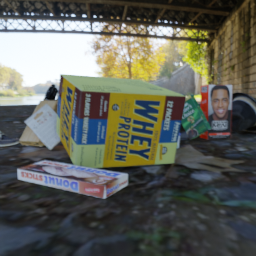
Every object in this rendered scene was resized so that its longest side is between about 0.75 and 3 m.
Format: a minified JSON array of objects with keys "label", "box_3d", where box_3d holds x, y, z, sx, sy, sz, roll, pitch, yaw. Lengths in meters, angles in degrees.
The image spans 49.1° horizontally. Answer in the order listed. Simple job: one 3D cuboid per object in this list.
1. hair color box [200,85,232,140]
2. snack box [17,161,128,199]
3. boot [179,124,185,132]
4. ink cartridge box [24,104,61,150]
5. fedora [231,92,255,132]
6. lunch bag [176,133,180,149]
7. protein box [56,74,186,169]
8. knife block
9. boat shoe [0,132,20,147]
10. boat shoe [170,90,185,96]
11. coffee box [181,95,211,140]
[{"label":"hair color box","box_3d":[3.514,-0.639,11.238,1.080,2.128,0.652,-2,5,-14]},{"label":"snack box","box_3d":[-1.173,0.998,5.697,2.250,0.274,0.809,4,8,29]},{"label":"boot","box_3d":[1.425,-0.203,13.834,2.255,0.777,2.420,7,-7,-38]},{"label":"ink cartridge box","box_3d":[-2.594,-0.030,9.123,0.966,1.200,0.301,-45,0,-23]},{"label":"fedora","box_3d":[5.044,-0.496,12.776,1.045,2.288,2.288,-35,18,-15]},{"label":"lunch bag","box_3d":[1.054,0.296,9.838,1.436,0.677,1.792,1,8,-6]},{"label":"protein box","box_3d":[-0.385,-0.313,7.680,2.682,1.823,2.702,0,17,-24]},{"label":"knife block","box_3d":[-3.002,-0.569,10.480,0.802,2.199,2.505,1,7,16]},{"label":"boat shoe","box_3d":[-4.624,0.370,9.857,1.558,0.489,0.566,0,7,2]},{"label":"boat shoe","box_3d":[3.325,-2.147,20.527,1.082,0.883,2.571,38,-8,-37]},{"label":"coffee box","box_3d":[2.480,-0.416,10.981,0.338,1.536,0.945,-9,-19,-48]}]
